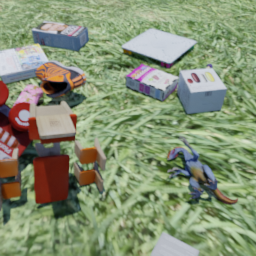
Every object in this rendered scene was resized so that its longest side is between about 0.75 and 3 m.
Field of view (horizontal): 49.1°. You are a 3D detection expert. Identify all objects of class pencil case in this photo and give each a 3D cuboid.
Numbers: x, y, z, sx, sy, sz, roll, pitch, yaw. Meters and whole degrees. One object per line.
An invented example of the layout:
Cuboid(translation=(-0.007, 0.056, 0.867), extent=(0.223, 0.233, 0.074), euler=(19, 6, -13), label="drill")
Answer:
Cuboid(translation=(-3.756, -0.864, 10.378), extent=(0.796, 0.761, 1.839), euler=(20, 39, -14), label="pencil case")

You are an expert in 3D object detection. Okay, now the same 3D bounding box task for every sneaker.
Cuboid(translation=(-3.030, -1.913, 10.917), extent=(2.608, 1.012, 1.461), euler=(11, 34, 33), label="sneaker")

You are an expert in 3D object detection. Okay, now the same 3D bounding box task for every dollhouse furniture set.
Cuboid(translation=(-1.875, 0.859, 6.869), extent=(2.756, 2.726, 1.420), euler=(-6, 36, -22), label="dollhouse furniture set")

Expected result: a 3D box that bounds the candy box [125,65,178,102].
Cuboid(translation=(0.983, -1.914, 11.693), extent=(1.846, 0.563, 1.259), euler=(26, 48, 26), label="candy box")

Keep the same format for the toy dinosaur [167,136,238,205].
Cuboid(translation=(1.879, 1.285, 8.225), extent=(1.097, 2.089, 1.896), euler=(-43, 19, 15), label="toy dinosaur")

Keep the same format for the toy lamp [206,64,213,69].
Cuboid(translation=(3.464, -2.556, 12.634), extent=(0.315, 0.315, 1.081), euler=(27, 46, 27), label="toy lamp")

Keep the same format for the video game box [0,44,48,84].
Cuboid(translation=(-4.891, -3.027, 12.957), extent=(2.119, 0.544, 2.326), euler=(-20, 45, -17), label="video game box")

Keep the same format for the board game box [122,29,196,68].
Cuboid(translation=(1.597, -4.144, 14.354), extent=(2.831, 0.366, 2.830), euler=(26, 47, 26), label="board game box")

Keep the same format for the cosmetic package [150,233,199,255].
Cuboid(translation=(0.728, 3.211, 5.822), extent=(0.925, 0.781, 1.732), euler=(23, 49, 24), label="cosmetic package")

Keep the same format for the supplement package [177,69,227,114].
Cuboid(translation=(2.773, -1.441, 10.792), extent=(1.368, 1.052, 1.430), euler=(-6, 43, -7), label="supplement package")

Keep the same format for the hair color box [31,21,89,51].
Cuboid(translation=(-3.579, -4.906, 14.879), extent=(2.645, 0.802, 1.309), euler=(13, 44, 15), label="hair color box")

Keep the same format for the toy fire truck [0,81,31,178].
Cuboid(translation=(-3.931, -0.041, 7.978), extent=(2.514, 1.409, 2.111), euler=(40, 59, -20), label="toy fire truck")
